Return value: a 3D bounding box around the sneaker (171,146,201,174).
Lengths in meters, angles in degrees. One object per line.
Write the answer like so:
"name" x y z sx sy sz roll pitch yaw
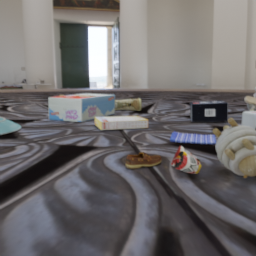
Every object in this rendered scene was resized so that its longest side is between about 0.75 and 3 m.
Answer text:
"sneaker" 1.089 0.650 5.281 0.439 0.416 1.069 26 8 1

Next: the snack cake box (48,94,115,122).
"snack cake box" -1.948 -0.958 12.435 1.654 0.966 2.876 7 12 24

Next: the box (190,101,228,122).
"box" 3.241 -0.683 11.399 1.393 0.725 1.269 -1 8 10

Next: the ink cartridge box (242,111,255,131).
"ink cartridge box" 4.119 0.057 7.142 1.414 0.804 1.941 -4 11 -21

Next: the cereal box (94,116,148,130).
"cereal box" -0.271 -0.190 9.909 1.673 0.331 1.203 -3 10 -16

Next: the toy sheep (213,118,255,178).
"toy sheep" 2.005 0.345 5.050 0.928 0.928 1.345 0 38 -2

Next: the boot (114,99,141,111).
"boot" -0.093 -1.228 14.946 1.368 0.637 1.769 -2 5 -16

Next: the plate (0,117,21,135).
"plate" -5.070 -0.068 9.147 2.928 0.374 2.928 -1 11 0

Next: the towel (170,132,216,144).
"towel" 1.808 0.281 7.810 1.224 0.146 0.886 3 11 14

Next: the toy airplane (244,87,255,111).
"toy airplane" 5.499 -0.859 11.310 1.666 1.176 1.659 37 35 13

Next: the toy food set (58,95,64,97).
"toy food set" -2.980 -1.469 17.041 2.718 0.545 1.876 5 17 0

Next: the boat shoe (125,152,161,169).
"boat shoe" 0.320 0.617 5.532 0.797 0.269 0.287 -5 11 -27
